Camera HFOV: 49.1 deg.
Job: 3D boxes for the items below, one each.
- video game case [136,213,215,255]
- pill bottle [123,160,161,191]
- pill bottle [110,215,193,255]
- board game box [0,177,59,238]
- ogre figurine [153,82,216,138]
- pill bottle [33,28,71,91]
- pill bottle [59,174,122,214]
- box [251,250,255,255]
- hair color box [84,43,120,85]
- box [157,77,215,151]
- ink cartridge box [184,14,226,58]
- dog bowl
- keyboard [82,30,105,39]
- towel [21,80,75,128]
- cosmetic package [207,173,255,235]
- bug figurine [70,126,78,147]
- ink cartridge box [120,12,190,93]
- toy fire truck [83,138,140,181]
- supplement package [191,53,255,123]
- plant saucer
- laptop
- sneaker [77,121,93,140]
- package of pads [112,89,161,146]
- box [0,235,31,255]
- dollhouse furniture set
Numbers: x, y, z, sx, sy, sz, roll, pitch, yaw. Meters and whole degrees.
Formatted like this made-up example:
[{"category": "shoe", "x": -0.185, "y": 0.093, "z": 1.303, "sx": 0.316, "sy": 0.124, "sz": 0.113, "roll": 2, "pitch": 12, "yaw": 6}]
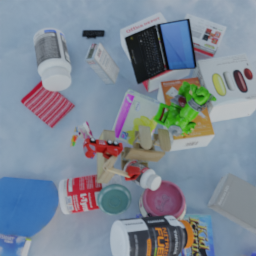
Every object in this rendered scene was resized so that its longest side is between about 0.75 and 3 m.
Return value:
[{"category": "video game case", "x": 1.550, "y": 4.362, "z": 9.342, "sx": 2.597, "sy": 0.651, "sz": 2.865, "roll": 1, "pitch": 67, "yaw": 0}, {"category": "pill bottle", "x": 0.487, "y": 1.636, "z": 9.565, "sx": 1.248, "sy": 0.691, "sz": 0.691, "roll": 24, "pitch": 66, "yaw": 40}, {"category": "pill bottle", "x": 0.763, "y": 3.247, "z": 8.251, "sx": 2.356, "sy": 1.251, "sz": 1.251, "roll": 3, "pitch": 65, "yaw": -27}, {"category": "board game box", "x": -3.819, "y": 2.820, "z": 9.792, "sx": 2.784, "sy": 0.542, "sz": 2.200, "roll": 4, "pitch": 43, "yaw": 2}, {"category": "ogre figurine", "x": 1.732, "y": -0.627, "z": 9.062, "sx": 1.355, "sy": 2.762, "sz": 1.656, "roll": 30, "pitch": 100, "yaw": -26}, {"category": "pill bottle", "x": -3.206, "y": -2.893, "z": 11.978, "sx": 1.392, "sy": 1.392, "sz": 2.446, "roll": -13, "pitch": 67, "yaw": -5}, {"category": "pill bottle", "x": -1.269, "y": 2.283, "z": 9.919, "sx": 2.154, "sy": 1.209, "sz": 1.209, "roll": -9, "pitch": 68, "yaw": -4}, {"category": "box", "x": 4.349, "y": 5.372, "z": 9.022, "sx": 1.525, "sy": 0.531, "sz": 2.561, "roll": 16, "pitch": 66, "yaw": 7}, {"category": "hair color box", "x": -0.967, "y": -2.423, "z": 10.766, "sx": 0.477, "sy": 1.572, "sz": 0.778, "roll": 2, "pitch": 63, "yaw": 30}, {"category": "box", "x": 2.193, "y": -0.541, "z": 11.067, "sx": 1.581, "sy": 1.239, "sz": 2.541, "roll": -8, "pitch": 66, "yaw": -4}, {"category": "ink cartridge box", "x": 3.212, "y": -4.063, "z": 12.781, "sx": 1.916, "sy": 0.803, "sz": 1.682, "roll": 24, "pitch": 69, "yaw": 9}, {"category": "dog bowl", "x": 1.200, "y": 2.530, "z": 9.563, "sx": 1.648, "sy": 0.608, "sz": 1.648, "roll": 0, "pitch": 53, "yaw": -1}, {"category": "keyboard", "x": -1.653, "y": -4.478, "z": 13.288, "sx": 1.061, "sy": 0.210, "sz": 0.552, "roll": -1, "pitch": 67, "yaw": 1}, {"category": "towel", "x": -3.420, "y": -1.044, "z": 11.849, "sx": 1.952, "sy": 0.219, "sz": 1.411, "roll": 38, "pitch": 73, "yaw": 14}, {"category": "cosmetic package", "x": 4.254, "y": 2.795, "z": 9.775, "sx": 2.521, "sy": 1.137, "sz": 1.347, "roll": 28, "pitch": 73, "yaw": 8}, {"category": "bug figurine", "x": -2.007, "y": 0.344, "z": 10.654, "sx": 0.216, "sy": 0.652, "sz": 0.840, "roll": 14, "pitch": 36, "yaw": -8}, {"category": "ink cartridge box", "x": 1.158, "y": -3.288, "z": 12.199, "sx": 2.113, "sy": 1.226, "sz": 2.863, "roll": -26, "pitch": 71, "yaw": -6}, {"category": "toy fire truck", "x": -0.508, "y": 0.916, "z": 8.183, "sx": 1.623, "sy": 0.396, "sz": 1.145, "roll": 10, "pitch": 47, "yaw": -24}, {"category": "supplement package", "x": 3.890, "y": -1.571, "z": 11.309, "sx": 2.034, "sy": 1.564, "sz": 2.127, "roll": -10, "pitch": 67, "yaw": -3}, {"category": "plant saucer", "x": -0.449, "y": 2.416, "z": 9.281, "sx": 1.157, "sy": 0.158, "sz": 1.157, "roll": -1, "pitch": 104, "yaw": -6}, {"category": "laptop", "x": 1.219, "y": -2.717, "z": 10.210, "sx": 2.115, "sy": 1.875, "sz": 1.092, "roll": -28, "pitch": 31, "yaw": -16}, {"category": "sneaker", "x": -1.521, "y": 0.224, "z": 9.928, "sx": 0.447, "sy": 1.014, "sz": 0.412, "roll": -16, "pitch": 40, "yaw": -2}, {"category": "package of pads", "x": 0.359, "y": -0.294, "z": 10.720, "sx": 1.524, "sy": 0.673, "sz": 1.973, "roll": 23, "pitch": 109, "yaw": 6}, {"category": "box", "x": -4.346, "y": 4.599, "z": 9.243, "sx": 1.624, "sy": 0.635, "sz": 2.663, "roll": 10, "pitch": 67, "yaw": 5}, {"category": "dollhouse furniture set", "x": 0.135, "y": 1.052, "z": 9.431, "sx": 2.237, "sy": 1.961, "sz": 1.486, "roll": 8, "pitch": 56, "yaw": -19}]
